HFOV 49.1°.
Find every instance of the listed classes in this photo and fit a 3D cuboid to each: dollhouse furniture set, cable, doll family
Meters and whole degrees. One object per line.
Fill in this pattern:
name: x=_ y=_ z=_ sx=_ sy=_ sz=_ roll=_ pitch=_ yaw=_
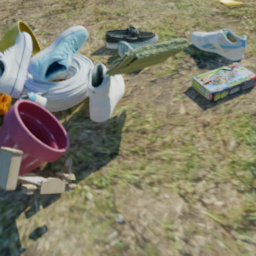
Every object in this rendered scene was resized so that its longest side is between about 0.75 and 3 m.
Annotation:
dollhouse furniture set: x=-1.993 y=1.045 z=6.757 sx=1.000 sy=0.854 sz=1.929 roll=7 pitch=-4 yaw=37
cable: x=-2.680 y=-1.834 z=10.685 sx=2.860 sy=0.990 sz=2.860 roll=-8 pitch=46 yaw=-9
doll family: x=-4.726 y=-0.951 z=9.116 sx=2.396 sy=1.079 sz=1.487 roll=7 pitch=40 yaw=-33

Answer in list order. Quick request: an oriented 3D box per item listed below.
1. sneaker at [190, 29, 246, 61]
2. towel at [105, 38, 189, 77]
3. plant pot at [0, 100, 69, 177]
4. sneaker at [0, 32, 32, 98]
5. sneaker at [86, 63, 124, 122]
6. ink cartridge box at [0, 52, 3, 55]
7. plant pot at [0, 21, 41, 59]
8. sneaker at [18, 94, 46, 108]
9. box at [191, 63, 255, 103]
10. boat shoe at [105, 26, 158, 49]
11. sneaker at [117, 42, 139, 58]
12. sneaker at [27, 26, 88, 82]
sneaker: x=4.167 y=-4.086 z=13.007 sx=2.694 sy=1.088 sz=1.031 roll=28 pitch=52 yaw=27
towel: x=0.584 y=-2.260 z=8.926 sx=2.475 sy=0.452 sz=1.836 roll=-21 pitch=4 yaw=-31
plant pot: x=-2.828 y=0.438 z=7.688 sx=1.635 sy=1.826 sz=1.826 roll=-42 pitch=46 yaw=14
sneaker: x=-3.396 y=-1.984 z=8.237 sx=0.792 sy=0.817 sz=2.237 roll=19 pitch=58 yaw=-36
sneaker: x=-0.759 y=-1.716 z=10.139 sx=1.048 sy=1.644 sz=2.846 roll=5 pitch=42 yaw=7
ink cartridge box: x=-4.992 y=-2.402 z=9.374 sx=2.828 sy=0.614 sz=2.802 roll=36 pitch=9 yaw=-16
plant pot: x=-4.768 y=-3.511 z=12.142 sx=1.273 sy=1.794 sz=1.794 roll=-22 pitch=44 yaw=7
sneaker: x=-3.193 y=-0.697 z=8.693 sx=1.514 sy=0.611 sz=0.579 roll=-20 pitch=59 yaw=37
box: x=3.856 y=-1.847 z=11.148 sx=2.348 sy=0.408 sz=1.292 roll=-21 pitch=48 yaw=-21
boat shoe: x=0.193 y=-4.420 z=13.526 sx=2.626 sy=0.836 sz=0.929 roll=-10 pitch=45 yaw=-10
sneaker: x=0.340 y=-3.394 z=12.700 sx=1.910 sy=0.741 sz=0.871 roll=36 pitch=38 yaw=27
sneaker: x=-2.271 y=-2.523 z=9.988 sx=2.639 sy=0.976 sz=1.081 roll=-44 pitch=67 yaw=-11
